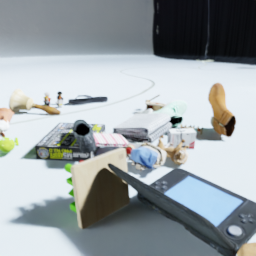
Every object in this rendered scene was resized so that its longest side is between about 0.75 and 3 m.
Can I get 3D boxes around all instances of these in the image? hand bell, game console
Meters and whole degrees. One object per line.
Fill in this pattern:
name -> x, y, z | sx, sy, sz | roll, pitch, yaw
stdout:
hand bell -> -4.821, -1.143, 14.937 | 2.576, 1.341, 1.341 | 14, 21, 6
game console -> 1.368, 1.405, 6.384 | 2.488, 1.647, 2.829 | -25, 31, -33

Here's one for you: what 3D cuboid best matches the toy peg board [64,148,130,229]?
toy peg board -> -0.803, 1.359, 6.884 | 1.522, 1.528, 0.747 | -18, 20, -41

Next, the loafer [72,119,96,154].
loafer -> -1.543, 0.115, 9.656 | 0.708, 0.732, 2.086 | -16, 29, -11

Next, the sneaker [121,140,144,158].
sneaker -> 0.287, 0.865, 9.955 | 1.326, 0.497, 0.766 | 10, 34, 29

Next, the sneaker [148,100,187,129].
sneaker -> 2.162, -0.493, 12.788 | 2.735, 1.007, 1.613 | -26, 25, -33

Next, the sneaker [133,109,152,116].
sneaker -> 0.736, -0.578, 14.030 | 1.111, 0.492, 0.418 | -14, -11, 40

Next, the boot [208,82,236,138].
boot -> 4.013, -0.746, 11.766 | 0.798, 2.165, 1.675 | -8, 18, -1

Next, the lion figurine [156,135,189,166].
lion figurine -> 1.476, 0.823, 9.831 | 1.629, 0.590, 0.998 | 3, 45, 47

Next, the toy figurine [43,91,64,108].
toy figurine -> -4.368, -1.646, 16.361 | 1.184, 0.824, 1.166 | -3, 20, -9

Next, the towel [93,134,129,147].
towel -> -0.706, 0.453, 10.112 | 1.281, 0.192, 0.937 | 3, 20, -21

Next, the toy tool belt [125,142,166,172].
toy tool belt -> 0.445, 0.925, 8.983 | 1.443, 0.901, 0.887 | 14, 19, 19

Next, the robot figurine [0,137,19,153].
robot figurine -> -4.392, 0.612, 10.126 | 0.824, 0.543, 0.939 | -7, 2, -25

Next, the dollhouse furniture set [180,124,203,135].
dollhouse furniture set -> 2.659, 0.167, 12.001 | 0.947, 0.488, 0.937 | 8, 10, 21

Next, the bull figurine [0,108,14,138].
bull figurine -> -5.881, -0.238, 12.164 | 1.707, 0.916, 2.812 | -3, 17, -9

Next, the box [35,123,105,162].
box -> -2.091, 0.475, 10.757 | 2.036, 0.563, 2.541 | 3, 20, 5

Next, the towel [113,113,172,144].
towel -> 0.545, 0.081, 11.110 | 1.931, 0.826, 1.599 | -2, 22, 42

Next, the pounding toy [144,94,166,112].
pounding toy -> 1.440, -1.291, 14.986 | 1.698, 0.974, 0.971 | 18, 19, 40

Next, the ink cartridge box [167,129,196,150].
ink cartridge box -> 2.013, 0.432, 10.640 | 0.987, 0.712, 0.413 | -2, 21, -5

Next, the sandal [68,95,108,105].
sandal -> -2.495, -1.827, 17.287 | 2.529, 0.541, 0.962 | -9, 22, -24

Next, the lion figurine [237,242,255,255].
lion figurine -> 2.295, 2.578, 4.642 | 1.570, 0.929, 2.564 | -3, 5, 13
